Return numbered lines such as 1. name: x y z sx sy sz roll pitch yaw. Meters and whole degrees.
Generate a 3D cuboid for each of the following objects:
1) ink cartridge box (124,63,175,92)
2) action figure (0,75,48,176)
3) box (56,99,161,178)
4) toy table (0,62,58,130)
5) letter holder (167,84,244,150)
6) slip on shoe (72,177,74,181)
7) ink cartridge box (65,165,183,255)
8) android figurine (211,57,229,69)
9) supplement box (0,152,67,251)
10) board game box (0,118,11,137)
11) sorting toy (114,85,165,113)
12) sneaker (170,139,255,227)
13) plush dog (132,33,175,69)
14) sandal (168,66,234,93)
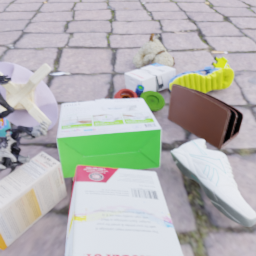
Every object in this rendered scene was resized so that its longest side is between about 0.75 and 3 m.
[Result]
1. ink cartridge box: 0.841 -1.879 10.827 1.630 0.686 1.178 -22 33 -26
2. action figure: -2.410 0.211 5.566 1.189 2.331 1.385 10 45 16
3. box: -0.579 0.125 7.638 2.491 1.205 2.198 -5 26 -9
4. toy table: -3.084 -0.889 8.080 2.494 2.293 1.461 34 -4 -16
5. letter holder: 2.388 -0.608 8.694 1.053 1.488 2.094 -30 47 -31
6. slip on shoe: -0.978 1.439 6.933 0.649 0.536 1.752 -13 27 -22
7. ink cartridge box: -0.232 2.008 4.859 1.642 1.635 2.260 8 28 -12
8. android figurine: 3.941 -2.561 11.806 0.937 0.192 0.853 35 72 -14
9. supplement box: -2.320 1.564 6.231 0.682 1.169 1.854 25 44 28
10. board game box: -4.511 -0.015 8.902 1.422 0.320 1.081 -15 41 -18
11. sorting toy: 0.352 -0.894 9.851 1.763 0.723 1.059 9 53 -8
12. sneaker: 2.124 1.140 6.689 1.045 0.917 2.608 -33 47 -8
13. plush dog: 1.316 -3.099 12.179 1.802 1.446 1.547 -32 72 -33
14. sandal: 2.656 -1.780 10.702 2.638 1.048 1.148 -11 27 -21
